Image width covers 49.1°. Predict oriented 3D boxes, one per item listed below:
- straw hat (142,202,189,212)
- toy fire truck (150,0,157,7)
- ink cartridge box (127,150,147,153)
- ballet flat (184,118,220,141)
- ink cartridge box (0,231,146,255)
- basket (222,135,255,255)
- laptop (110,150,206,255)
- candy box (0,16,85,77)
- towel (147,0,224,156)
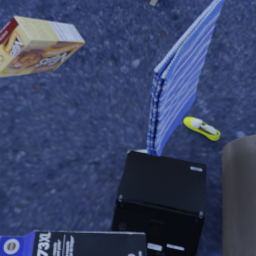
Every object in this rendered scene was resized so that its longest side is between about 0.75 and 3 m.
[{"bbox_3d":[0.969,2.190,7.309,1.293,0.547,1.293,-1,81,8],"label":"straw hat"},{"bbox_3d":[0.901,-5.114,10.162,1.018,0.744,1.157,17,60,6],"label":"toy fire truck"},{"bbox_3d":[0.305,1.070,7.867,0.596,0.349,0.825,-4,70,-2],"label":"ink cartridge box"},{"bbox_3d":[2.199,-0.027,8.276,1.148,0.385,0.384,32,72,12],"label":"ballet flat"},{"bbox_3d":[-1.083,2.782,5.433,2.980,0.553,1.411,4,52,-10],"label":"ink cartridge box"},{"bbox_3d":[3.367,1.738,6.799,2.551,1.924,2.829,-13,62,23],"label":"basket"},{"bbox_3d":[0.796,2.111,7.368,2.200,1.282,2.483,10,102,7],"label":"laptop"},{"bbox_3d":[-1.917,-1.681,5.947,1.168,2.024,0.560,-33,93,25],"label":"candy box"},{"bbox_3d":[0.996,-0.711,5.164,0.322,2.699,1.954,31,66,17],"label":"towel"}]
